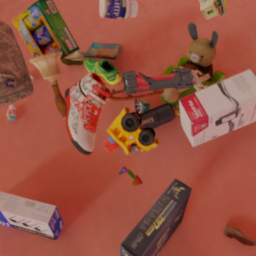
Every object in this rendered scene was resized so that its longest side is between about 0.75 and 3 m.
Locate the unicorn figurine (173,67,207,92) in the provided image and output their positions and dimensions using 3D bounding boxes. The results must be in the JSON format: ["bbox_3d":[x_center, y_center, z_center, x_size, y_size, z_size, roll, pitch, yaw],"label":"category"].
[{"bbox_3d":[2.049,-1.561,8.785,0.779,0.419,1.134,6,42,-41],"label":"unicorn figurine"}]

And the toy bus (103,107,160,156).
[{"bbox_3d":[0.019,0.293,7.693,1.287,0.910,1.341,-45,89,9],"label":"toy bus"}]

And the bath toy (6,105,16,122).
[{"bbox_3d":[-4.848,-0.626,11.565,0.308,0.362,0.832,-34,45,16],"label":"bath toy"}]

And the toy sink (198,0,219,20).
[{"bbox_3d":[2.977,-4.493,10.369,0.518,0.794,0.445,-13,57,36],"label":"toy sink"}]

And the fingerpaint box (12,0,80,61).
[{"bbox_3d":[-3.005,-3.379,10.209,1.682,2.016,0.740,-12,25,38],"label":"fingerpaint box"}]

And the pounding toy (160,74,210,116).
[{"bbox_3d":[2.353,-1.056,11.091,1.935,2.507,1.163,-18,85,7],"label":"pounding toy"}]

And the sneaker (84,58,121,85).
[{"bbox_3d":[-1.190,-2.912,13.332,2.262,0.945,0.838,33,55,29],"label":"sneaker"}]

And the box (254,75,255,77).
[{"bbox_3d":[5.125,-1.242,11.184,2.896,1.689,0.871,-16,48,-17],"label":"box"}]

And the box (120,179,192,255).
[{"bbox_3d":[0.719,2.671,7.257,0.589,1.819,2.307,30,52,26],"label":"box"}]

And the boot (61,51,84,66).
[{"bbox_3d":[-2.826,-3.600,14.384,1.148,0.414,0.888,3,46,-5],"label":"boot"}]

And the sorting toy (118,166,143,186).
[{"bbox_3d":[0.027,1.339,7.468,0.310,0.899,0.312,-40,41,9],"label":"sorting toy"}]

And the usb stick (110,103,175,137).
[{"bbox_3d":[0.583,-0.191,10.834,2.777,0.770,0.453,-23,17,-20],"label":"usb stick"}]

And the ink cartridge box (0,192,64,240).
[{"bbox_3d":[-3.166,2.415,7.950,2.502,1.176,0.553,11,49,10],"label":"ink cartridge box"}]

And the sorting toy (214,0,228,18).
[{"bbox_3d":[3.097,-4.080,9.459,0.219,0.624,1.294,-17,4,11],"label":"sorting toy"}]

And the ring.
[{"bbox_3d":[0.200,-1.493,11.556,2.617,0.251,2.617,-7,16,2],"label":"ring"}]

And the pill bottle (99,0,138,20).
[{"bbox_3d":[-0.410,-5.092,11.878,1.520,0.910,0.910,-4,45,-17],"label":"pill bottle"}]

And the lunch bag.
[{"bbox_3d":[-4.036,-1.979,8.396,1.669,2.009,2.395,-20,81,-7],"label":"lunch bag"}]

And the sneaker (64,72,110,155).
[{"bbox_3d":[-1.169,-0.561,8.599,1.396,0.870,2.605,-33,53,23],"label":"sneaker"}]

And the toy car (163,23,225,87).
[{"bbox_3d":[3.039,-3.067,12.226,2.245,2.733,2.156,32,54,28],"label":"toy car"}]

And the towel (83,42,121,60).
[{"bbox_3d":[-1.297,-4.022,14.536,1.683,0.249,2.295,4,31,4],"label":"towel"}]

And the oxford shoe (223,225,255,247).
[{"bbox_3d":[3.196,3.036,7.951,0.929,0.327,0.348,23,44,19],"label":"oxford shoe"}]

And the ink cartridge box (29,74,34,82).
[{"bbox_3d":[-5.072,-2.254,13.233,0.992,0.249,0.804,-36,56,-21],"label":"ink cartridge box"}]

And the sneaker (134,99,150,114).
[{"bbox_3d":[0.569,-0.862,11.042,0.622,0.605,1.562,-8,1,3],"label":"sneaker"}]

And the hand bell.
[{"bbox_3d":[-1.816,-1.028,7.042,0.824,1.582,0.824,-15,14,4],"label":"hand bell"}]

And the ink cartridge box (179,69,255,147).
[{"bbox_3d":[2.425,-0.462,7.359,1.976,1.435,0.824,-23,59,2],"label":"ink cartridge box"}]

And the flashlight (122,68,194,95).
[{"bbox_3d":[0.860,-1.432,8.230,2.033,0.688,0.691,-10,31,-11],"label":"flashlight"}]
